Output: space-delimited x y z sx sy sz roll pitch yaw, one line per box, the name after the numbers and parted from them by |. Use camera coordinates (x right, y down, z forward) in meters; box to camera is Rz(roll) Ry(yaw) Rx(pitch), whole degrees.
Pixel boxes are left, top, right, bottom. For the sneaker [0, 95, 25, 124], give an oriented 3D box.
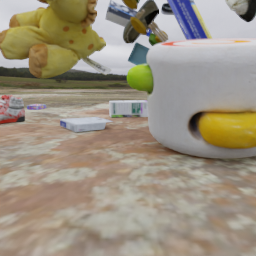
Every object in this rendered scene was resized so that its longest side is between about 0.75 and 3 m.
-4.044 -0.575 8.759 0.547 0.878 1.639 9 13 42 | sneaker

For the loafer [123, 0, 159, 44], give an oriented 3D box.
0.414 -3.320 8.922 0.581 1.546 0.538 11 34 -51 | loafer

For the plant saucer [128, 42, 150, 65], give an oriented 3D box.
1.139 -2.460 10.812 2.229 0.779 0.211 25 14 -5 | plant saucer

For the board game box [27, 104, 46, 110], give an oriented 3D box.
-4.388 -1.015 13.474 0.545 0.181 0.810 2 10 10 | board game box

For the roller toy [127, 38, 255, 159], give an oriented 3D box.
1.741 -0.637 5.556 2.703 2.070 2.963 -18 24 -34 | roller toy

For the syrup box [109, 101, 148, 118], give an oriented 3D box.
0.041 -0.719 10.523 1.453 0.572 0.592 -1 10 -9 | syrup box

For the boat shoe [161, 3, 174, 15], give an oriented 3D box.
1.885 -4.597 10.673 1.226 0.453 0.419 4 -20 0 | boat shoe

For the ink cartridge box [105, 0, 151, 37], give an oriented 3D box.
0.101 -4.008 10.301 1.835 0.360 0.913 17 48 -16 | ink cartridge box

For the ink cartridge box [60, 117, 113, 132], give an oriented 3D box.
-1.184 -0.110 7.950 1.145 0.248 1.124 -4 10 -33 | ink cartridge box

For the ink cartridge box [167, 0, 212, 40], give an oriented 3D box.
2.067 -3.590 9.196 0.634 2.666 2.697 -26 14 23 | ink cartridge box

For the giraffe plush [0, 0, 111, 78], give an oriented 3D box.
-1.649 -2.814 6.944 2.961 2.401 2.555 16 51 -1 | giraffe plush

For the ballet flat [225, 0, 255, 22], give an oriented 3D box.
2.871 -3.509 7.031 0.790 0.786 2.311 -27 -29 -1 | ballet flat

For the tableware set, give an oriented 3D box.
0.334 -3.113 7.739 0.321 2.091 1.409 -47 11 -5 | tableware set
